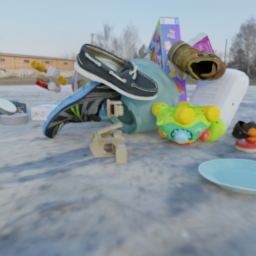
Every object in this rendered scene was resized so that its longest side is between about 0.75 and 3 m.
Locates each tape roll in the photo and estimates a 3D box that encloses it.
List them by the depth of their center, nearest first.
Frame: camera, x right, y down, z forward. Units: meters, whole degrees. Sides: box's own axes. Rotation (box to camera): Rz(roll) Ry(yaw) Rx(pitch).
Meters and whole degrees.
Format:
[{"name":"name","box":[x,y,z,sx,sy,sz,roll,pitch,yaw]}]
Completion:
[{"name":"tape roll","box":[-4.142,-0.322,10.202,0.942,0.311,0.942,0,10,0]}]

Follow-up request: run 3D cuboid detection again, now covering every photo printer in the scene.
[{"name":"photo printer","box":[2.758,-0.943,8.912,0.701,2.019,1.680,31,-7,-31]}]

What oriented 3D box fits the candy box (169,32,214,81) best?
[{"name":"candy box","box":[1.871,-2.078,8.224,1.226,0.836,0.374,-35,37,3]}]

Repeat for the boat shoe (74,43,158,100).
[{"name":"boat shoe","box":[-0.176,-1.308,6.634,2.154,0.650,0.815,17,45,-16]}]

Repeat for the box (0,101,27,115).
[{"name":"box","box":[-5.616,-0.722,11.558,2.268,0.579,1.789,-10,16,-40]}]

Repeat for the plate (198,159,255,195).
[{"name":"plate","box":[1.923,0.810,4.631,1.499,0.192,1.499,1,12,0]}]

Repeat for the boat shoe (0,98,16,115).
[{"name":"boat shoe","box":[-5.063,-0.819,10.498,2.013,0.622,0.733,23,14,15]}]

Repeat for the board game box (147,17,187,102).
[{"name":"board game box","box":[1.295,-1.947,9.769,0.671,2.996,2.014,-1,-13,-8]}]

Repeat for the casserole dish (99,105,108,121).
[{"name":"casserole dish","box":[-0.547,-0.949,10.688,2.231,1.351,0.433,-5,12,-26]}]

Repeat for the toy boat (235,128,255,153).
[{"name":"toy boat","box":[2.910,0.267,6.549,0.797,0.521,0.520,-7,14,-27]}]

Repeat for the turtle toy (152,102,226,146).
[{"name":"turtle toy","box":[1.618,-0.102,7.133,2.033,1.027,1.481,-4,11,-23]}]

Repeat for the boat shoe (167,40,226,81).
[{"name":"boat shoe","box":[2.054,-1.611,7.679,2.413,0.868,0.820,2,39,-42]}]

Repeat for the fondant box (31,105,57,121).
[{"name":"fondant box","box":[-2.735,-0.616,11.174,1.791,0.522,1.292,1,10,9]}]

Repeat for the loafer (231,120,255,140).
[{"name":"loafer","box":[3.236,0.095,7.453,0.534,0.522,1.464,-3,11,-13]}]

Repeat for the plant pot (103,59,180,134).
[{"name":"plant pot","box":[0.208,-0.726,8.389,2.207,2.207,1.478,11,43,44]}]

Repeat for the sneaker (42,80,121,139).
[{"name":"sneaker","box":[-1.254,-0.422,7.428,2.481,1.028,0.880,-34,12,9]}]

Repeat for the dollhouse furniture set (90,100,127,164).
[{"name":"dollhouse furniture set","box":[-0.467,0.030,6.060,0.740,1.177,1.331,-2,10,-6]}]

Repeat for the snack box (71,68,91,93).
[{"name":"snack box","box":[-1.303,-1.620,8.946,0.888,0.300,2.471,-17,-4,-16]}]

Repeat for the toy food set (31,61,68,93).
[{"name":"toy food set","box":[-2.137,-1.336,7.754,1.298,0.620,0.584,26,1,24]}]

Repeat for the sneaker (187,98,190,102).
[{"name":"sneaker","box":[2.693,-1.290,14.750,0.835,0.521,1.559,-9,11,-36]}]
